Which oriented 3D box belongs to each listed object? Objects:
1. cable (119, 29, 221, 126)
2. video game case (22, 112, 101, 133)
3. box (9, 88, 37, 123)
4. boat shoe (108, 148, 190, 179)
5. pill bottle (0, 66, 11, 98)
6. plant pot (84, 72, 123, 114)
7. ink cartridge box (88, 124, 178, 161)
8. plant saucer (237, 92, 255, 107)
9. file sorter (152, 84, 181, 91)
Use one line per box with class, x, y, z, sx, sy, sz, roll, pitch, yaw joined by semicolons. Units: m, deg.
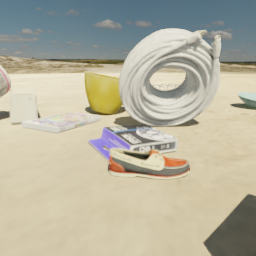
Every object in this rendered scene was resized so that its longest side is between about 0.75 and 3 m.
cable;1.052;-1.236;7.325;2.630;2.629;0.910;-12;41;5
video game case;-1.909;-0.204;8.292;1.370;0.172;1.914;8;16;29
box;-3.435;-0.780;9.126;0.761;0.914;2.225;-2;11;-21
boat shoe;0.343;0.552;4.549;1.336;0.418;0.475;1;13;3
pill bottle;-4.527;-0.996;7.955;1.208;1.208;2.131;7;39;26
plant pot;-0.754;-1.176;9.768;1.717;1.219;1.717;11;11;-2
ink cartridge box;0.037;0.257;5.989;1.483;0.322;1.469;-8;17;-24
plant saucer;5.267;-1.051;11.177;1.826;0.352;1.826;7;19;-2
file sorter;1.454;-1.153;10.571;1.574;0.980;1.092;-6;15;-25
